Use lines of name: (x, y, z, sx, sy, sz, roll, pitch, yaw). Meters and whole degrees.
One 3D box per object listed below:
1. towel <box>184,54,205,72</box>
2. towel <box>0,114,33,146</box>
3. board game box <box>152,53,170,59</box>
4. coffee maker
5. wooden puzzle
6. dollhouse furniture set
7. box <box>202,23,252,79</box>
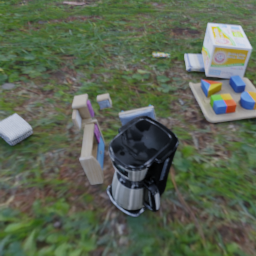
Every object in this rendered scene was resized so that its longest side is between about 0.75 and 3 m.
towel: (3.883, -3.159, 13.711, 2.207, 0.263, 1.621, 3, 39, 1)
towel: (-4.027, 0.084, 9.863, 1.079, 0.462, 0.893, 32, 52, 29)
board game box: (1.704, -3.750, 14.500, 0.894, 0.105, 0.468, 2, 39, 3)
coffee maker: (0.410, 0.841, 7.417, 1.561, 2.317, 2.225, 18, 49, 12)
wooden puzzle: (4.132, -1.328, 11.311, 2.798, 0.648, 2.592, -4, 41, -5)
dollhouse furniture set: (-0.089, 0.237, 8.198, 2.532, 2.390, 1.652, -10, 41, 6)
box: (4.394, -3.567, 12.846, 1.623, 1.463, 2.886, 6, 38, 5)
